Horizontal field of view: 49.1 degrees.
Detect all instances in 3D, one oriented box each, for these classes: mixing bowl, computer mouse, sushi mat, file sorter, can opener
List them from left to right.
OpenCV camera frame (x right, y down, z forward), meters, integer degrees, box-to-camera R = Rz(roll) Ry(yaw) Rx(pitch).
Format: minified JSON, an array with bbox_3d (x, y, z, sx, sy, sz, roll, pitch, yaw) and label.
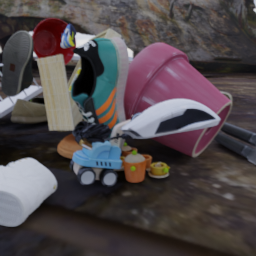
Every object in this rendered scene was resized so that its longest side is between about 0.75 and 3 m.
[{"bbox_3d":[-4.636,-1.375,10.058,2.336,1.455,1.621,-40,31,-26],"label":"file sorter"},{"bbox_3d":[-2.209,-2.383,7.896,1.301,1.301,0.705,-12,21,-40],"label":"mixing bowl"},{"bbox_3d":[-1.433,-0.654,5.541,0.715,1.494,0.090,-3,10,30],"label":"sushi mat"},{"bbox_3d":[0.326,-0.129,4.808,2.539,0.557,1.392,-10,2,-13],"label":"computer mouse"},{"bbox_3d":[3.013,0.505,6.689,0.818,0.652,2.445,30,5,-18],"label":"can opener"}]

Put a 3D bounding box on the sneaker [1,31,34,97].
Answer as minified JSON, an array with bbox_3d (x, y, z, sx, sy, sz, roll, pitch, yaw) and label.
[{"bbox_3d":[-2.773,-1.700,7.299,0.638,1.707,0.907,25,21,-2],"label":"sneaker"}]

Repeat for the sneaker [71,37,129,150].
[{"bbox_3d":[-0.679,-0.455,5.702,1.066,2.668,0.952,-17,33,-33],"label":"sneaker"}]

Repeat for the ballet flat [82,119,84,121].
[{"bbox_3d":[-0.903,-1.020,8.445,2.677,0.946,0.946,-30,9,12],"label":"ballet flat"}]

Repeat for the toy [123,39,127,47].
[{"bbox_3d":[-0.818,-1.945,10.584,0.637,2.697,1.553,24,-1,2],"label":"toy"}]

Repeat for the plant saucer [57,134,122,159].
[{"bbox_3d":[-0.953,0.396,7.279,1.737,0.325,1.737,1,15,0],"label":"plant saucer"}]

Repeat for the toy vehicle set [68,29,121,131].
[{"bbox_3d":[-1.240,-1.288,7.740,0.364,2.745,1.706,26,-4,-26],"label":"toy vehicle set"}]

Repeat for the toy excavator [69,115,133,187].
[{"bbox_3d":[-0.347,0.363,5.282,1.297,1.333,0.666,8,10,-27],"label":"toy excavator"}]

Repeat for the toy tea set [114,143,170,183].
[{"bbox_3d":[0.118,0.605,5.802,0.934,0.581,1.570,-9,14,-29],"label":"toy tea set"}]

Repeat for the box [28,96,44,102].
[{"bbox_3d":[-3.007,-1.037,11.871,2.528,0.439,1.391,-8,-4,-29],"label":"box"}]

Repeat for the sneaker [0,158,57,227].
[{"bbox_3d":[-2.239,0.895,4.612,2.075,0.765,1.199,14,15,14],"label":"sneaker"}]

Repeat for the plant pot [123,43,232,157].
[{"bbox_3d":[1.143,-0.508,6.797,2.144,2.396,2.396,37,31,24],"label":"plant pot"}]

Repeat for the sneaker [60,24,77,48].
[{"bbox_3d":[-1.366,-2.078,6.335,0.309,0.278,0.751,-20,45,22],"label":"sneaker"}]

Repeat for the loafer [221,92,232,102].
[{"bbox_3d":[3.099,-0.916,11.467,2.478,0.937,0.846,-9,15,1],"label":"loafer"}]

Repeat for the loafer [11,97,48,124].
[{"bbox_3d":[-2.979,-0.675,10.140,1.005,0.892,2.645,8,11,27],"label":"loafer"}]
